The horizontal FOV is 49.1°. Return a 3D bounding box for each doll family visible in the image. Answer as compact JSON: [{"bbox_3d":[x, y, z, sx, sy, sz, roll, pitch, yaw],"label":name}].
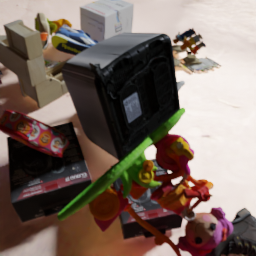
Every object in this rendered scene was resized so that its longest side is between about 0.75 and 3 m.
[{"bbox_3d":[2.321,-3.537,11.207,0.969,0.704,1.561,-31,54,3],"label":"doll family"}]

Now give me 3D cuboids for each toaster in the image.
[{"bbox_3d":[-0.056,-0.972,7.005,1.635,2.755,2.491,22,49,41],"label":"toaster"}]

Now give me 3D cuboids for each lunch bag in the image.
[{"bbox_3d":[-1.982,0.103,5.742,1.157,1.313,0.538,16,74,38],"label":"lunch bag"}]

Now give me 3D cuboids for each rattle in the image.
[{"bbox_3d":[-2.880,-3.691,11.127,1.654,1.507,2.315,10,15,-30],"label":"rattle"}]

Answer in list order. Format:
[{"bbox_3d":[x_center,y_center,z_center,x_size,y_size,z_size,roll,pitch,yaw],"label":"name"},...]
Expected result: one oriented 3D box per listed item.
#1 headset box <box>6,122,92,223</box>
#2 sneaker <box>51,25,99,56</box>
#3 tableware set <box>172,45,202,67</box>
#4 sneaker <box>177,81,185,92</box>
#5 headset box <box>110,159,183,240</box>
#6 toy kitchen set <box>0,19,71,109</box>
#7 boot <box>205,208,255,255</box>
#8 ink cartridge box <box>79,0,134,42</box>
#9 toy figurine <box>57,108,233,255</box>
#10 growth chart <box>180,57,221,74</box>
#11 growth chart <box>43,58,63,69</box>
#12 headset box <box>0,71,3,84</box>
[{"bbox_3d":[-1.792,0.988,6.414,1.633,0.847,2.194,-15,45,-15],"label":"headset box"},{"bbox_3d":[-1.550,-2.987,10.083,2.280,0.843,0.938,23,54,-16],"label":"sneaker"},{"bbox_3d":[1.821,-2.808,10.973,1.625,0.226,1.946,-13,39,-14],"label":"tableware set"},{"bbox_3d":[1.574,-1.269,9.280,0.858,0.328,0.345,-30,66,-15],"label":"sneaker"},{"bbox_3d":[0.364,1.511,5.966,1.245,0.646,1.673,-9,43,-8],"label":"headset box"},{"bbox_3d":[-2.769,-2.422,8.865,1.978,2.425,2.188,33,52,25],"label":"toy kitchen set"},{"bbox_3d":[2.388,2.324,5.150,1.677,0.581,1.460,-27,48,-30],"label":"boot"},{"bbox_3d":[-0.915,-4.567,12.029,1.426,1.401,1.937,31,49,25],"label":"ink cartridge box"},{"bbox_3d":[0.701,1.446,4.590,2.710,2.034,2.494,-41,87,-8],"label":"toy figurine"},{"bbox_3d":[2.781,-2.402,10.671,1.351,0.120,0.978,-17,45,-17],"label":"growth chart"},{"bbox_3d":[-3.058,-2.478,10.787,0.956,0.085,0.691,14,45,16],"label":"growth chart"},{"bbox_3d":[-5.032,-1.785,9.724,1.246,0.481,0.927,-22,46,-23],"label":"headset box"}]
